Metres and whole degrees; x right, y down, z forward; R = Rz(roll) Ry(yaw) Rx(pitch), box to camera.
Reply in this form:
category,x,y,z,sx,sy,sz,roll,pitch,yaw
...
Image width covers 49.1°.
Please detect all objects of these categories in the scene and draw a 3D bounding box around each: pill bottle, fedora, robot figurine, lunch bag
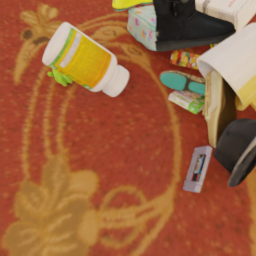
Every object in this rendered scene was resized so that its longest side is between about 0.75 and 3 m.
category,x,y,z,sx,sy,sz,roll,pitch,yaw
pill bottle,-1.165,-1.868,8.232,2.330,1.294,1.294,29,53,-29
fedora,2.911,0.403,7.094,1.011,2.213,2.213,37,65,28
robot figurine,-2.206,-1.914,9.391,0.919,0.606,1.048,-27,62,8
lunch bag,1.177,-3.622,9.889,1.932,0.928,2.408,-16,45,-20

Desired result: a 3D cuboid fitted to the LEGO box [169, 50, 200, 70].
category,x,y,z,sx,sy,sz,roll,pitch,yaw
LEGO box,2.062,-2.185,9.165,1.134,0.438,0.845,-1,20,-42

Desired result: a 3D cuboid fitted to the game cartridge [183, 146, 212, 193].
category,x,y,z,sx,sy,sz,roll,pitch,yaw
game cartridge,1.767,1.054,7.193,0.227,0.766,1.181,21,78,-4

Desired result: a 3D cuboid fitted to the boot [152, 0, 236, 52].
category,x,y,z,sx,sy,sz,roll,pitch,yaw
boot,1.957,-3.616,8.184,2.787,2.342,1.064,-12,25,-12

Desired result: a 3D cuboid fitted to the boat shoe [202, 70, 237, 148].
category,x,y,z,sx,sy,sz,roll,pitch,yaw
boat shoe,2.615,-0.552,8.167,0.886,0.794,2.393,9,86,-33

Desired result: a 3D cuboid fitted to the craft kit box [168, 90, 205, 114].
category,x,y,z,sx,sy,sz,roll,pitch,yaw
craft kit box,1.924,-0.890,8.742,0.994,0.241,0.981,32,42,22

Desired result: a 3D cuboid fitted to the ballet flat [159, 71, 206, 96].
category,x,y,z,sx,sy,sz,roll,pitch,yaw
ballet flat,1.832,-1.421,8.632,1.742,0.591,0.656,16,38,5

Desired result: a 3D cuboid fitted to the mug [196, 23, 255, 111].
category,x,y,z,sx,sy,sz,roll,pitch,yaw
mug,3.451,-1.705,7.982,1.986,2.419,1.937,-41,31,5

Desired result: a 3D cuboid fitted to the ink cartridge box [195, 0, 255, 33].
category,x,y,z,sx,sy,sz,roll,pitch,yaw
ink cartridge box,3.323,-4.742,10.226,2.663,1.129,1.939,35,81,34

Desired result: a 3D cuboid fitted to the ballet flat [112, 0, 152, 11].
category,x,y,z,sx,sy,sz,roll,pitch,yaw
ballet flat,0.234,-4.682,10.004,1.977,0.663,0.660,-30,44,-34

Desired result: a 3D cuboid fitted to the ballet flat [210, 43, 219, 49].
category,x,y,z,sx,sy,sz,roll,pitch,yaw
ballet flat,3.183,-2.900,10.138,0.374,0.376,1.121,-7,58,5
